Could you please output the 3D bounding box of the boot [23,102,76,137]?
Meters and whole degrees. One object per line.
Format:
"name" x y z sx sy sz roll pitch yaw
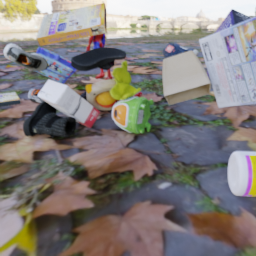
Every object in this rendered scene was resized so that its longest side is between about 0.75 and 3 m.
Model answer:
"boot" -2.914 -0.352 11.352 1.799 0.905 2.406 -3 32 11

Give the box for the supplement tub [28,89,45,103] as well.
"supplement tub" -4.633 -1.665 14.809 1.148 0.703 0.703 9 24 22

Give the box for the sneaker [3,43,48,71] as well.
"sneaker" -2.757 -1.838 7.784 0.557 0.519 1.405 40 14 25

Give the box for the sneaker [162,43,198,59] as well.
"sneaker" 2.193 -3.294 12.630 1.228 1.089 2.906 41 4 -9

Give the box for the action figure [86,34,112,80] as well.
"action figure" -1.303 -3.441 12.144 0.734 2.840 0.929 -15 -12 37

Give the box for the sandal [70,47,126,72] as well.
"sandal" -0.956 -2.156 9.056 0.859 0.547 2.286 35 41 24

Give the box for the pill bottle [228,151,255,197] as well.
"pill bottle" 3.880 1.235 7.308 2.256 1.176 1.176 2 23 5

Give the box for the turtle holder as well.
"turtle holder" 0.224 -0.651 11.283 1.401 1.499 1.973 10 39 21

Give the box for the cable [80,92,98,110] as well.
"cable" -1.666 -1.280 14.168 2.134 0.664 2.616 22 29 32

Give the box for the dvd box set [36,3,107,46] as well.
"dvd box set" -1.937 -3.700 9.928 2.376 0.349 1.738 -10 47 5

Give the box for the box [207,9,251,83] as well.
"box" 3.632 -2.592 9.543 1.210 1.716 2.319 20 46 -9

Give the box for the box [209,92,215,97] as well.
"box" 5.687 -1.826 15.862 1.426 0.186 1.744 -9 25 -20

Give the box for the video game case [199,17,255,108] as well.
"video game case" 3.170 -1.744 7.888 0.504 2.218 2.010 -25 11 -28

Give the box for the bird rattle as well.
"bird rattle" -0.552 -1.438 11.941 2.414 1.668 2.961 -7 -17 1

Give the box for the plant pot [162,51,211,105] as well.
"plant pot" 1.775 -1.624 8.972 1.397 1.238 1.399 -15 -11 13

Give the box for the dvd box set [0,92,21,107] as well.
"dvd box set" -6.585 -1.539 15.089 1.257 0.253 1.718 -12 26 -27

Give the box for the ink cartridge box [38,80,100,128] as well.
"ink cartridge box" -2.403 -0.982 11.497 1.520 0.858 2.071 23 -12 41

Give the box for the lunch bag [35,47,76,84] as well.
"lunch bag" -2.999 -2.668 11.416 1.581 0.988 2.100 24 -9 -23
